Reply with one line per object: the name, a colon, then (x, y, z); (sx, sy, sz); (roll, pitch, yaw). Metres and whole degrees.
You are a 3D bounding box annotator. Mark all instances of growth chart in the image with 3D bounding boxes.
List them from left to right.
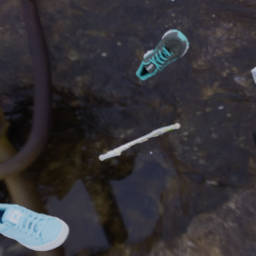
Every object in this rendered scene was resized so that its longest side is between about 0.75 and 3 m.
growth chart: (0.191, 0.306, 5.988); (1.603, 1.160, 0.142); (-23, 88, -19)

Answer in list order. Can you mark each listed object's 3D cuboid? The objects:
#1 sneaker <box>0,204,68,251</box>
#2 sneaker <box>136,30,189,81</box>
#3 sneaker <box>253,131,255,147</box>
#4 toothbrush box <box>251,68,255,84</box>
sneaker: (-1.792, 1.641, 4.738); (1.591, 0.652, 0.588); (-1, 51, 24)
sneaker: (0.862, -1.849, 7.607); (0.767, 1.976, 0.901); (41, 63, -8)
sneaker: (3.763, -0.335, 5.980); (2.683, 0.933, 1.334); (-43, 105, -4)
toothbrush box: (4.095, -1.637, 7.702); (1.046, 0.766, 0.446); (-34, 113, -11)
